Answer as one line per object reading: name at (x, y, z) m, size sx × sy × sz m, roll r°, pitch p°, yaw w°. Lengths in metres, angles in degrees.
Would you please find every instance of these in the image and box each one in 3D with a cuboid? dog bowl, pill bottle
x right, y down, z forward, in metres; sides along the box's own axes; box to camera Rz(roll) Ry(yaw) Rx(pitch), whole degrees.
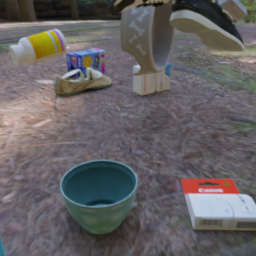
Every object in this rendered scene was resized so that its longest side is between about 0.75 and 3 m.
dog bowl at (0.749, -3.072, 8.858) m, size 0.858 × 2.927 × 2.927 m, roll 10°, pitch 27°, yaw 22°
pill bottle at (-3.089, -2.724, 9.625) m, size 1.779 × 0.928 × 0.928 m, roll -29°, pitch 37°, yaw -30°

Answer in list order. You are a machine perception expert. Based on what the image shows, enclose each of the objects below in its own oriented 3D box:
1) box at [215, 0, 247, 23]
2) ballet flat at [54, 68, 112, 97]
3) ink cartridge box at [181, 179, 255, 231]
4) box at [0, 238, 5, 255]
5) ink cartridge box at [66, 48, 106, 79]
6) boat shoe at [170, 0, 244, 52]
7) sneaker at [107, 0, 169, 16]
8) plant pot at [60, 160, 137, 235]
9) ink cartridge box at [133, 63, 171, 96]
box at (2.997, -3.770, 9.550) m, size 1.629 × 0.335 × 1.270 m, roll -21°, pitch -22°, yaw 41°
ballet flat at (-1.958, -2.199, 12.727) m, size 2.988 × 0.975 × 1.053 m, roll -23°, pitch 34°, yaw -39°
ink cartridge box at (1.861, 1.444, 5.889) m, size 1.260 × 0.372 × 1.575 m, roll 0°, pitch 27°, yaw 0°
box at (-3.489, 2.078, 4.189) m, size 2.874 × 0.706 × 1.182 m, roll 3°, pitch 26°, yaw 7°
ink cartridge box at (-2.141, -2.928, 13.620) m, size 0.838 × 1.497 × 2.194 m, roll 22°, pitch 33°, yaw 38°
boat shoe at (2.197, -2.662, 7.132) m, size 1.093 × 0.872 × 2.890 m, roll 13°, pitch 4°, yaw 42°
sneaker at (0.452, -2.765, 5.717) m, size 1.955 × 0.782 × 0.721 m, roll -37°, pitch 31°, yaw -13°
plant pot at (-0.536, 1.387, 5.350) m, size 1.411 × 0.945 × 1.411 m, roll 1°, pitch 26°, yaw 0°
ink cartridge box at (1.061, -2.230, 12.512) m, size 1.644 × 1.204 × 0.706 m, roll -16°, pitch 30°, yaw -29°
